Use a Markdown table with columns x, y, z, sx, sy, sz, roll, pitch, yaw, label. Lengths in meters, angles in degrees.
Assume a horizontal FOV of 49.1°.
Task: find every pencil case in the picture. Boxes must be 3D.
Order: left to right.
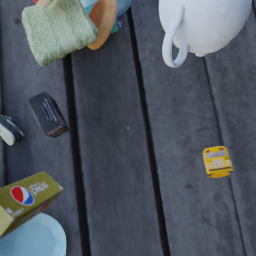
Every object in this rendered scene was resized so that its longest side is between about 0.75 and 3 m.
| x | y | z | sx | sy | sz | roll | pitch | yaw | label |
| --- | --- | --- | --- | --- | --- | --- | --- | --- | --- |
| -1.483 | -3.232 | 9.123 | 2.456 | 1.135 | 1.045 | -23 | 47 | -4 | pencil case |

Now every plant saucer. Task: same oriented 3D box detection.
| x | y | z | sx | sy | sz | roll | pitch | yaw | label |
| --- | --- | --- | --- | --- | --- | --- | --- | --- | --- |
| -2.691 | 3.366 | 8.003 | 1.849 | 0.356 | 1.849 | 2 | 78 | -8 | plant saucer |
| -0.779 | -2.751 | 7.258 | 0.264 | 1.413 | 1.413 | 15 | 76 | -33 | plant saucer |
| -0.907 | -4.840 | 9.805 | 2.173 | 0.418 | 2.173 | 0 | 78 | 1 | plant saucer |

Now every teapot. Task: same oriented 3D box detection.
| x | y | z | sx | sy | sz | roll | pitch | yaw | label |
| --- | --- | --- | --- | --- | --- | --- | --- | --- | --- |
| 1.850 | -2.632 | 7.065 | 2.355 | 1.720 | 2.325 | -6 | 36 | -1 | teapot |

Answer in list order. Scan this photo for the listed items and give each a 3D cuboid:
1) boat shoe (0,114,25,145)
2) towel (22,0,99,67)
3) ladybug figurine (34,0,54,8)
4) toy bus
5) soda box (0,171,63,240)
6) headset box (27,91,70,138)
| x | y | z | sx | sy | sz | roll | pitch | yaw | label |
| --- | --- | --- | --- | --- | --- | --- | --- | --- | --- |
| -3.893 | -0.114 | 8.814 | 1.552 | 0.557 | 0.525 | 43 | 44 | 15 | boat shoe |
| -1.778 | -2.578 | 6.960 | 1.694 | 0.417 | 2.283 | -26 | 57 | 0 | towel |
| -1.789 | -3.435 | 6.334 | 0.600 | 1.668 | 1.132 | 23 | 55 | -34 | ladybug figurine |
| 1.579 | 0.645 | 4.981 | 0.411 | 1.264 | 0.495 | -10 | 73 | 14 | toy bus |
| -2.111 | 1.478 | 5.635 | 0.663 | 1.957 | 0.627 | 41 | 99 | 7 | soda box |
| -2.028 | -0.309 | 7.223 | 0.511 | 1.322 | 0.984 | -27 | 86 | -6 | headset box |
